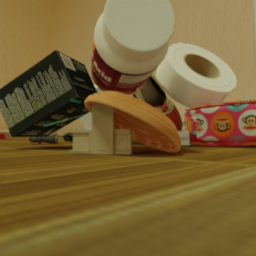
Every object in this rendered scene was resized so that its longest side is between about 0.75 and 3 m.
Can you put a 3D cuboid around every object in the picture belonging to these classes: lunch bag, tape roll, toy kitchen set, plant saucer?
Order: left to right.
[{"bbox_3d":[-0.377,0.022,4.677,0.960,0.783,0.866,0,-1,9],"label":"toy kitchen set"},{"bbox_3d":[0.103,-0.116,4.463,1.658,0.310,1.658,27,-11,6],"label":"plant saucer"},{"bbox_3d":[2.041,-1.557,8.435,2.306,2.306,0.806,0,-42,-25],"label":"tape roll"},{"bbox_3d":[2.872,-0.069,7.112,2.532,1.037,2.230,-1,-2,37],"label":"lunch bag"}]

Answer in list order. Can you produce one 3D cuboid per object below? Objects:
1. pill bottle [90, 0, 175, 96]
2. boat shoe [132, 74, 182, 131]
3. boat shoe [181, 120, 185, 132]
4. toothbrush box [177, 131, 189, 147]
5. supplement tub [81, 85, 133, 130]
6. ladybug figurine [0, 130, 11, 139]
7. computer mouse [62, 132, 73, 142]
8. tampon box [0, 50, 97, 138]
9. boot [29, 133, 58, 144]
[{"bbox_3d":[-0.015,-1.451,5.198,1.300,1.300,2.277,0,-9,-10],"label":"pill bottle"},{"bbox_3d":[0.741,-0.719,7.507,0.898,2.522,0.789,-41,22,-7],"label":"boat shoe"},{"bbox_3d":[1.913,0.113,9.664,0.873,0.776,2.374,0,-1,9],"label":"boat shoe"},{"bbox_3d":[1.083,0.268,6.900,0.629,0.367,0.860,0,-1,-7],"label":"toothbrush box"},{"bbox_3d":[-0.495,-0.565,8.836,1.843,1.843,2.535,0,8,2],"label":"supplement tub"},{"bbox_3d":[-6.787,0.357,14.646,1.304,0.469,0.885,1,-2,-11],"label":"ladybug figurine"},{"bbox_3d":[-1.490,0.323,11.074,2.162,0.474,1.185,-6,-3,-25],"label":"computer mouse"},{"bbox_3d":[-1.645,-0.622,5.938,1.662,1.049,1.245,-28,-10,15],"label":"tampon box"},{"bbox_3d":[-2.539,0.322,8.394,0.809,0.322,0.929,1,1,-18],"label":"boot"}]
